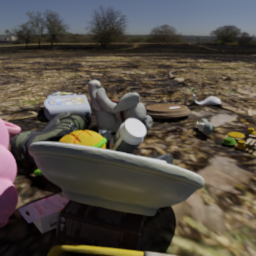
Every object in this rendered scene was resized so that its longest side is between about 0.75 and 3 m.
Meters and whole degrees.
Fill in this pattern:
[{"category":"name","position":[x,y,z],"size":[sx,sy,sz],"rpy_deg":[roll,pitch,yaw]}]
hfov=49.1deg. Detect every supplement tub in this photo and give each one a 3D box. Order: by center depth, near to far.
[{"category":"supplement tub","position":[-0.012,0.262,6.685],"size":[0.620,0.883,0.620],"rpy_deg":[17,45,-18]}]

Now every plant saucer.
[{"category":"plant saucer","position":[-0.241,0.894,4.386],"size":[2.730,0.685,2.730],"rpy_deg":[11,-14,3]},{"category":"plant saucer","position":[-3.401,-0.040,6.547],"size":[1.628,0.413,1.628],"rpy_deg":[18,-2,1]},{"category":"plant saucer","position":[1.445,-0.667,10.614],"size":[1.825,0.269,1.825],"rpy_deg":[-1,14,0]}]

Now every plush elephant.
[{"category":"plush elephant","position":[-0.183,-0.505,8.268],"size":[1.548,1.647,1.999],"rpy_deg":[-17,46,3]}]

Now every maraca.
[{"category":"maraca","position":[-1.239,0.609,6.066],"size":[1.674,0.896,1.148],"rpy_deg":[-25,5,6]}]

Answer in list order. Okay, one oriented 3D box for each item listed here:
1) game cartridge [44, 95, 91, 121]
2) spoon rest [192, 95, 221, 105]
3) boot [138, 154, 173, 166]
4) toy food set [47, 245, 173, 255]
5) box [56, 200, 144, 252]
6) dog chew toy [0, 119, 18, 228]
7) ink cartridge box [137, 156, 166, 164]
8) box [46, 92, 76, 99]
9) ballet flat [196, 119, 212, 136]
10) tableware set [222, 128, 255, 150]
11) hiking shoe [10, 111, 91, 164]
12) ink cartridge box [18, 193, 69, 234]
[{"category":"game cartridge","position":[-2.444,-0.847,11.087],"size":[1.710,0.533,2.567],"rpy_deg":[0,18,-14]},{"category":"spoon rest","position":[3.437,-1.185,12.315],"size":[1.270,0.385,0.631],"rpy_deg":[8,22,-3]},{"category":"boot","position":[0.216,0.799,6.250],"size":[1.327,0.435,1.093],"rpy_deg":[-3,-5,32]},{"category":"toy food set","position":[-0.239,1.650,3.193],"size":[1.538,0.502,0.905],"rpy_deg":[-7,-27,25]},{"category":"box","position":[-0.378,1.396,4.043],"size":[1.153,0.432,0.577],"rpy_deg":[11,14,8]},{"category":"dog chew toy","position":[-2.500,0.655,4.626],"size":[1.331,1.331,2.137],"rpy_deg":[-15,63,-38]},{"category":"ink cartridge box","position":[-0.025,0.753,4.555],"size":[0.905,0.511,1.233],"rpy_deg":[12,-13,-14]},{"category":"box","position":[-3.090,-1.409,13.020],"size":[0.964,0.294,1.197],"rpy_deg":[2,19,16]},{"category":"ballet flat","position":[2.324,-0.027,8.685],"size":[0.384,0.406,1.206],"rpy_deg":[9,13,7]},{"category":"tableware set","position":[3.396,0.306,8.027],"size":[1.028,0.234,1.526],"rpy_deg":[11,22,39]},{"category":"hiking shoe","position":[-1.626,0.316,7.129],"size":[1.227,0.923,2.437],"rpy_deg":[20,34,29]},{"category":"ink cartridge box","position":[-1.282,1.389,4.576],"size":[0.863,0.291,0.506],"rpy_deg":[-13,23,-37]}]
